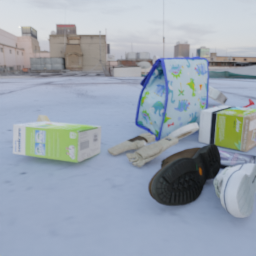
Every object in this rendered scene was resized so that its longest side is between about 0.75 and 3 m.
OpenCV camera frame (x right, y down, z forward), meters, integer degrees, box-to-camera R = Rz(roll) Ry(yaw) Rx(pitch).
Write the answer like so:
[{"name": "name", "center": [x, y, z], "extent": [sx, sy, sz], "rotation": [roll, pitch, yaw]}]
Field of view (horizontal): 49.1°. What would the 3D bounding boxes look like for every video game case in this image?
[{"name": "video game case", "center": [2.694, 0.902, 8.057], "extent": [1.720, 0.163, 1.229], "rotation": [6, 15, 27]}]

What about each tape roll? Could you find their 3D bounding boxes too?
[{"name": "tape roll", "center": [1.926, 0.159, 9.775], "extent": [1.109, 0.203, 1.109], "rotation": [-22, -14, -6]}]

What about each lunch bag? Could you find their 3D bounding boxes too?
[{"name": "lunch bag", "center": [1.763, -1.234, 10.600], "extent": [2.459, 2.892, 1.843], "rotation": [-11, 34, -36]}]

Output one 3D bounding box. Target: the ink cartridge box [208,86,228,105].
[{"name": "ink cartridge box", "center": [4.886, -2.311, 17.522], "extent": [2.311, 0.580, 2.663], "rotation": [35, 13, 25]}]

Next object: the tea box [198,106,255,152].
[{"name": "tea box", "center": [3.673, -0.055, 9.814], "extent": [1.728, 1.174, 1.757], "rotation": [13, 19, 40]}]

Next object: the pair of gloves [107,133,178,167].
[{"name": "pair of gloves", "center": [0.408, 0.612, 8.477], "extent": [1.573, 0.324, 1.850], "rotation": [-25, 19, -29]}]

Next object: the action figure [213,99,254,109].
[{"name": "action figure", "center": [3.973, -0.577, 11.696], "extent": [2.240, 0.731, 1.109], "rotation": [-25, 32, 1]}]

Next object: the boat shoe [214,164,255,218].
[{"name": "boat shoe", "center": [2.122, 1.240, 5.688], "extent": [0.741, 0.816, 2.218], "rotation": [-8, -2, 32]}]

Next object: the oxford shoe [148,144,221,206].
[{"name": "oxford shoe", "center": [1.116, 1.055, 6.240], "extent": [1.094, 0.942, 2.592], "rotation": [-10, 2, 38]}]

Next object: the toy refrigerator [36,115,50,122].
[{"name": "toy refrigerator", "center": [-3.088, -0.037, 10.538], "extent": [0.366, 0.397, 1.045], "rotation": [5, 30, -41]}]

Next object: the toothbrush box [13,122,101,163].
[{"name": "toothbrush box", "center": [-2.065, 0.352, 8.359], "extent": [2.117, 0.911, 1.541], "rotation": [4, 6, 19]}]
